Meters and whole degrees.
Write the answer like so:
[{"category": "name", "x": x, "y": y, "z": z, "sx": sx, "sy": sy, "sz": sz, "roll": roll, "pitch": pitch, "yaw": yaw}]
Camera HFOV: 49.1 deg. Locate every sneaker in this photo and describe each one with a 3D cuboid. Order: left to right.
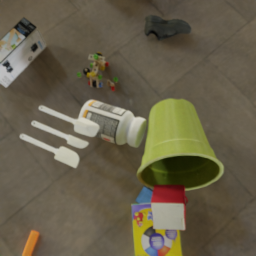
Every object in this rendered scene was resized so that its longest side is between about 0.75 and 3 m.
[{"category": "sneaker", "x": 1.665, "y": -4.178, "z": 12.032, "sx": 2.055, "sy": 0.781, "sz": 0.933, "roll": 11, "pitch": 86, "yaw": 10}]

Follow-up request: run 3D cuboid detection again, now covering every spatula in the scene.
[{"category": "spatula", "x": -2.267, "y": 0.166, "z": 9.151, "sx": 2.334, "sy": 0.187, "sz": 1.623, "roll": 21, "pitch": 73, "yaw": 19}]

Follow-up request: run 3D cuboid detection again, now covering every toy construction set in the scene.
[{"category": "toy construction set", "x": -1.122, "y": -2.257, "z": 11.219, "sx": 1.579, "sy": 1.214, "sz": 1.317, "roll": 40, "pitch": 79, "yaw": 9}]

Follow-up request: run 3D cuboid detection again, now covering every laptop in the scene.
[{"category": "laptop", "x": 0.986, "y": 2.498, "z": 10.333, "sx": 1.024, "sy": 1.093, "sz": 0.634, "roll": 31, "pitch": 45, "yaw": 7}]

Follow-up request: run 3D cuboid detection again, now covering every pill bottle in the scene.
[{"category": "pill bottle", "x": -0.566, "y": -0.125, "z": 10.317, "sx": 2.273, "sy": 1.323, "sz": 1.323, "roll": 19, "pitch": 76, "yaw": 16}]

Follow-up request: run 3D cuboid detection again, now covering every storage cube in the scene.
[{"category": "storage cube", "x": 1.320, "y": 2.524, "z": 8.983, "sx": 1.173, "sy": 1.054, "sz": 1.003, "roll": -1, "pitch": 110, "yaw": 12}]

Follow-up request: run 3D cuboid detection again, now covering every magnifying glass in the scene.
[{"category": "magnifying glass", "x": -3.729, "y": 4.837, "z": 9.931, "sx": 0.907, "sy": 0.255, "sz": 2.280, "roll": 18, "pitch": 76, "yaw": 5}]

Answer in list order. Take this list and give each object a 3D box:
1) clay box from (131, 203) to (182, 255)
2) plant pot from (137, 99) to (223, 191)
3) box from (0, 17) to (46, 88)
[{"category": "clay box", "x": 1.018, "y": 4.097, "z": 9.876, "sx": 1.626, "sy": 0.674, "sz": 2.830, "roll": -5, "pitch": 76, "yaw": 0}, {"category": "plant pot", "x": 1.642, "y": 0.472, "z": 9.687, "sx": 2.724, "sy": 2.724, "sz": 2.587, "roll": 0, "pitch": 54, "yaw": 0}, {"category": "box", "x": -4.580, "y": -2.983, "z": 11.283, "sx": 0.763, "sy": 1.481, "sz": 2.539, "roll": 39, "pitch": 78, "yaw": 7}]
